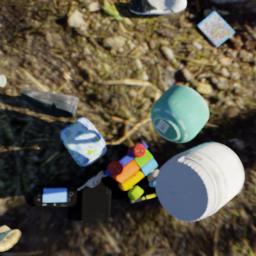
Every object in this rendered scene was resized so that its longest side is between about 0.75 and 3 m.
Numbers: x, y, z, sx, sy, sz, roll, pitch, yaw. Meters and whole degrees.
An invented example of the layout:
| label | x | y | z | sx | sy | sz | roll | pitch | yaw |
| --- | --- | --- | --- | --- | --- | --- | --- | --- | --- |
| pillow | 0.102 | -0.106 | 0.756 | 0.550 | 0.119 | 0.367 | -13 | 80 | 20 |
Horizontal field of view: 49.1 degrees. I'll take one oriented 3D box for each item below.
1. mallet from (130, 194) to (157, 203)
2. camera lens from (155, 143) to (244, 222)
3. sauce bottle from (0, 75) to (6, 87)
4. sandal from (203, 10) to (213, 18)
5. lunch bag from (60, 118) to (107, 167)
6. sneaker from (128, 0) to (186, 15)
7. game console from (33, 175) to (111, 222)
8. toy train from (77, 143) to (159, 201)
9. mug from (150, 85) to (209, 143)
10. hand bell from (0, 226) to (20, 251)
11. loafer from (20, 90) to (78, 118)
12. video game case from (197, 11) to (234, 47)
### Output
| label | x | y | z | sx | sy | sz | roll | pitch | yaw |
| --- | --- | --- | --- | --- | --- | --- | --- | --- | --- |
| mallet | 0.764 | 2.649 | 10.435 | 1.350 | 0.278 | 0.444 | -21 | 76 | -2 |
| camera lens | 1.940 | 1.368 | 7.443 | 2.092 | 1.673 | 1.673 | -14 | 66 | -46 |
| sauce bottle | -6.127 | -2.073 | 11.867 | 1.722 | 0.557 | 0.557 | 5 | 71 | 2 |
| sandal | 4.062 | -4.977 | 12.975 | 0.550 | 0.310 | 1.446 | -40 | 76 | -12 |
| lunch bag | -1.704 | 0.559 | 10.879 | 1.359 | 0.697 | 1.690 | -35 | 75 | -10 |
| sneaker | 1.332 | -5.642 | 12.997 | 2.658 | 0.963 | 0.955 | 3 | 86 | 15 |
| game console | -2.073 | 2.604 | 10.372 | 2.858 | 0.345 | 1.686 | -1 | 71 | 0 |
| toy train | -0.162 | 1.990 | 10.229 | 2.916 | 1.234 | 1.687 | -37 | 89 | -12 |
| mug | 1.467 | -0.188 | 8.281 | 1.520 | 1.849 | 1.144 | 11 | 47 | 48 |
| hand bell | -4.695 | 3.524 | 9.992 | 1.597 | 0.831 | 0.831 | 32 | 74 | 24 |
| loafer | -3.181 | -1.146 | 11.458 | 2.339 | 0.851 | 0.845 | 19 | 64 | -4 |
| video game case | 3.975 | -4.493 | 12.729 | 0.988 | 0.123 | 1.380 | -39 | 74 | 11 |
